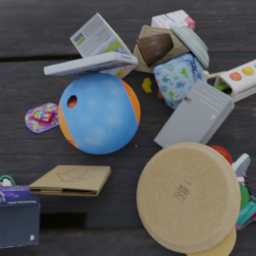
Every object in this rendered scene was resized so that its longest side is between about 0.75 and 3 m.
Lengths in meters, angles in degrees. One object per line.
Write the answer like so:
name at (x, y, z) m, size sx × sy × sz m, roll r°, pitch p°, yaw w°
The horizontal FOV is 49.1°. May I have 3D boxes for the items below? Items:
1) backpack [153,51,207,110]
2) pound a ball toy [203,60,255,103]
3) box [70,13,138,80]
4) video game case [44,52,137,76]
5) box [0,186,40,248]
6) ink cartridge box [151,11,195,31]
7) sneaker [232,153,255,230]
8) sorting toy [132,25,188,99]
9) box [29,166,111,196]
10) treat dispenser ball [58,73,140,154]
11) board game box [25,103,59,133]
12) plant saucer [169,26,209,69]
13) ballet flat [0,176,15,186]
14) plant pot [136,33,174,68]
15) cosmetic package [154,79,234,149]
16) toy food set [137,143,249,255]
backpack at (1.828, -1.544, 9.770) m, size 1.638 × 1.790 × 1.316 m, roll -16°, pitch 15°, yaw 30°
pound a ball toy at (4.149, -2.022, 10.765) m, size 2.459 × 1.045 × 1.604 m, roll -22°, pitch 56°, yaw -17°
box at (-0.765, -2.765, 10.234) m, size 1.330 × 2.364 × 1.198 m, roll -39°, pitch 68°, yaw 10°
video game case at (-0.950, -1.717, 7.701) m, size 2.000 × 0.230 × 1.822 m, roll -8°, pitch 7°, yaw 20°
box at (-2.844, 2.065, 6.784) m, size 1.341 × 1.812 × 0.945 m, roll 2°, pitch 91°, yaw -20°
ink cartridge box at (2.063, -4.723, 13.055) m, size 1.644 × 0.681 × 1.205 m, roll -19°, pitch 55°, yaw -14°
sneaker at (3.239, 1.865, 7.796) m, size 1.411 × 0.977 × 2.337 m, roll 29°, pitch 66°, yaw 26°
sorting toy at (1.236, -2.626, 11.155) m, size 2.208 × 0.397 × 2.964 m, roll 16°, pitch 78°, yaw 16°
box at (-1.463, 1.399, 7.717) m, size 1.705 × 2.086 × 0.222 m, roll 0°, pitch 96°, yaw 6°
treat dispenser ball at (-0.887, -0.433, 8.671) m, size 2.505 × 2.505 × 2.505 m, roll 0°, pitch 53°, yaw 0°
board game box at (-2.977, -0.450, 9.936) m, size 1.354 × 0.264 × 1.070 m, roll -24°, pitch 61°, yaw -21°
plant saucer at (2.261, -2.928, 9.786) m, size 0.488 × 1.945 × 1.945 m, roll -42°, pitch 55°, yaw 17°
ballet flat at (-3.366, 2.010, 7.971) m, size 0.533 × 0.558 × 1.584 m, roll -22°, pitch 56°, yaw -23°
plant pot at (1.045, -3.006, 10.406) m, size 1.196 × 1.118 × 1.118 m, roll -25°, pitch 54°, yaw 5°
cosmetic package at (2.013, -0.133, 8.585) m, size 1.244 × 1.050 × 2.329 m, roll 37°, pitch 97°, yaw 26°
toy food set at (1.526, 1.715, 7.239) m, size 2.871 × 0.698 × 2.842 m, roll 13°, pitch 80°, yaw 37°
